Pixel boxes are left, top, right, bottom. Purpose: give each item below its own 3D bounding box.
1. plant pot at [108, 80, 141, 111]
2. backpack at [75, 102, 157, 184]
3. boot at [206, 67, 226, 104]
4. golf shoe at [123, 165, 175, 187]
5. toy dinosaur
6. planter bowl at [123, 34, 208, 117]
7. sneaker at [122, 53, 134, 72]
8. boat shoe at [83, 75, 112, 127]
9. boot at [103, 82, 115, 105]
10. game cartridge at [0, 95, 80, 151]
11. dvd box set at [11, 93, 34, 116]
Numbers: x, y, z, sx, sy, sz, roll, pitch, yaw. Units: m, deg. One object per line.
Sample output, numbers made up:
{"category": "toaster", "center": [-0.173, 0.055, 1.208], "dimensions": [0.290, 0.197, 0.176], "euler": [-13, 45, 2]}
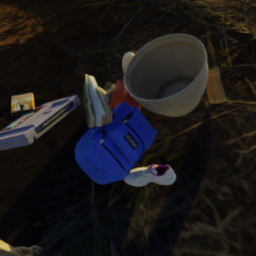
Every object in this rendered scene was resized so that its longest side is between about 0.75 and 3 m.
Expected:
{"category": "plant pot", "center": [-0.056, -0.937, 9.347], "dimensions": [1.218, 1.185, 1.218], "euler": [12, 17, -4]}
{"category": "backpack", "center": [-0.368, 0.417, 7.514], "dimensions": [1.630, 1.683, 2.006], "euler": [49, 58, -8]}
{"category": "boot", "center": [2.912, -1.490, 10.267], "dimensions": [1.120, 1.279, 0.423], "euler": [-5, 22, 34]}
{"category": "golf shoe", "center": [0.534, 1.216, 7.525], "dimensions": [1.428, 0.653, 0.538], "euler": [-6, 51, 11]}
{"category": "toy dinosaur", "center": [-2.017, 2.477, 4.874], "dimensions": [1.507, 2.980, 0.867], "euler": [19, 41, -6]}
{"category": "planter bowl", "center": [1.270, -1.302, 8.228], "dimensions": [2.369, 1.594, 2.369], "euler": [-15, 52, 21]}
{"category": "sneaker", "center": [0.297, -2.280, 10.393], "dimensions": [0.710, 2.007, 0.996], "euler": [-15, 56, 19]}
{"category": "boat shoe", "center": [-0.829, -0.712, 7.332], "dimensions": [0.600, 0.655, 1.753], "euler": [-2, 51, -15]}
{"category": "boot", "center": [-0.410, -0.915, 10.078], "dimensions": [1.349, 0.715, 2.050], "euler": [16, 48, 10]}
{"category": "game cartridge", "center": [-2.145, -0.163, 6.562], "dimensions": [1.295, 0.383, 1.997], "euler": [-7, 26, 29]}
{"category": "dvd box set", "center": [-3.889, -0.878, 10.322], "dimensions": [0.785, 0.158, 1.073], "euler": [-12, 41, -11]}
